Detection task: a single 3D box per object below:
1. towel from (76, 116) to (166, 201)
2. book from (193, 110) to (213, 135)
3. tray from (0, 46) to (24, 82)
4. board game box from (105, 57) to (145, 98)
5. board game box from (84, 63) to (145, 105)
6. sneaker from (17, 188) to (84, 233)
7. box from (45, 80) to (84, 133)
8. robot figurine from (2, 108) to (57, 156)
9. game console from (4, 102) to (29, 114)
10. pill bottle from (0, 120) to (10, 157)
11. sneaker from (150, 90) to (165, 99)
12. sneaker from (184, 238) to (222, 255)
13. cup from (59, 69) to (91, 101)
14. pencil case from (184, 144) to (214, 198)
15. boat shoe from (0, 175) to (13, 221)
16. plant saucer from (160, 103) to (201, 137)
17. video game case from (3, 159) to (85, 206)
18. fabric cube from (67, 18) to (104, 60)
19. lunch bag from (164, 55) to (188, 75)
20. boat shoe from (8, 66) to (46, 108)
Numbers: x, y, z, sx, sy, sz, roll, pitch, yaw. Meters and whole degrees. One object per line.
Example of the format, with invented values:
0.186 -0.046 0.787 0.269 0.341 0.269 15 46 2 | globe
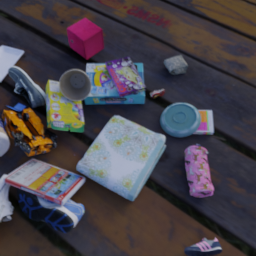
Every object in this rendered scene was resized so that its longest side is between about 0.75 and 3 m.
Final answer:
-0.174 1.034 10.846 2.500 0.703 2.920 24 60 18 | towel
2.758 -0.241 11.853 1.576 0.379 1.053 3 60 3 | book
-6.236 -2.998 13.664 1.330 0.275 2.478 16 59 11 | tray
-0.148 -2.302 12.485 1.211 0.326 2.018 -20 60 -8 | board game box
-0.618 -2.046 12.842 2.653 0.622 2.002 -1 57 -1 | board game box
-2.748 2.682 9.743 2.682 1.016 1.033 22 25 21 | sneaker
-2.666 -0.813 11.770 1.442 0.595 2.458 8 51 -28 | box
-3.921 0.187 11.140 1.761 0.707 2.430 -11 52 -47 | robot figurine
-4.840 -0.933 12.177 0.772 0.449 0.679 23 55 18 | game console
-5.941 -0.222 11.062 1.643 1.643 2.961 -27 61 -16 | pill bottle
1.335 -1.601 12.704 0.802 0.312 0.329 -20 44 -30 | sneaker
2.412 3.901 9.205 1.219 0.428 0.500 -1 39 -3 | sneaker
-2.173 -1.887 11.797 1.311 1.311 0.938 -4 23 -3 | cup
2.616 1.613 10.395 0.805 0.841 1.944 19 53 -26 | pencil case
-4.410 2.898 9.594 0.897 0.911 2.570 20 55 -13 | boat shoe
2.188 -0.400 11.795 1.712 0.235 1.712 -7 58 11 | plant saucer
-2.927 1.859 9.998 2.320 0.202 1.659 17 22 13 | video game case
-2.118 -4.452 14.031 1.269 1.249 1.273 40 65 21 | fabric cube
2.256 -2.989 13.489 0.960 0.564 0.787 -14 58 -15 | lunch bag
-4.659 -1.822 12.463 2.543 0.926 0.786 41 62 15 | boat shoe
